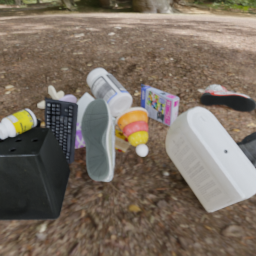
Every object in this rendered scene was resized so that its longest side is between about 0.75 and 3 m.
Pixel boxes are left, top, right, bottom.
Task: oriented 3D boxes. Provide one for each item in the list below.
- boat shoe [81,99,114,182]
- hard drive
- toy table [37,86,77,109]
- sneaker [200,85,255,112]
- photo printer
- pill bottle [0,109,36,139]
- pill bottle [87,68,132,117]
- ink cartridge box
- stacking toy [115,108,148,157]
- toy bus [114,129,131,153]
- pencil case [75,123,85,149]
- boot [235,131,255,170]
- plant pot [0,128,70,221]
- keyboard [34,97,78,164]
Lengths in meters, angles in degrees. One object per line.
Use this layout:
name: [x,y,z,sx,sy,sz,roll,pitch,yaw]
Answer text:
boat shoe: [-0.886,0.385,9.056,0.991,0.863,2.690,-12,73,12]
hard drive: [-1.530,-0.377,11.342,1.360,0.275,2.062,-47,56,0]
toy table: [-3.284,-1.137,12.938,0.936,1.469,1.599,33,35,19]
sneaker: [5.044,-1.565,14.025,2.614,0.873,1.401,10,34,22]
photo printer: [2.041,0.827,7.498,0.903,2.164,2.601,-27,71,-20]
pill bottle: [-3.140,-0.093,7.832,0.562,0.562,1.000,22,40,34]
pill bottle: [-0.857,-1.564,11.971,1.193,1.193,2.096,-18,52,-29]
ink cartridge box: [1.255,-1.044,12.646,0.468,1.331,2.230,-24,38,-34]
stacking toy: [0.281,0.205,8.933,1.106,1.106,1.513,-9,61,-15]
toy bus: [-0.464,0.370,10.110,1.126,1.193,0.617,-13,32,5]
pencil case: [-2.457,0.341,10.164,2.367,1.012,0.993,-10,69,-13]
boot: [3.162,1.054,7.758,0.722,2.069,1.362,27,41,-29]
plant pot: [-3.029,1.169,8.155,2.194,1.946,2.189,-2,29,-1]
keyboard: [-2.418,0.162,9.057,1.450,2.414,0.310,10,32,-2]
